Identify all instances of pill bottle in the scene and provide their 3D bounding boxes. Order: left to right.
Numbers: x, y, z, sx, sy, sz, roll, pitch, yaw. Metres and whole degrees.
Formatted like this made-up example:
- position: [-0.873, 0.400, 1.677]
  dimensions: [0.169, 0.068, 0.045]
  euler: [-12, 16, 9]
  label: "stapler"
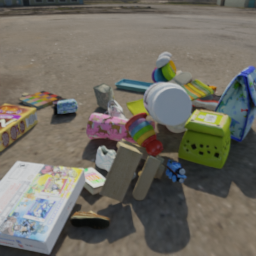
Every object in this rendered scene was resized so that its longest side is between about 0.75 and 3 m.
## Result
- position: [1.123, -0.725, 8.262]
  dimensions: [1.199, 1.199, 2.108]
  euler: [-1, 11, -2]
  label: "pill bottle"
- position: [1.701, -0.646, 10.656]
  dimensions: [1.009, 1.009, 1.799]
  euler: [-3, 29, -6]
  label: "pill bottle"

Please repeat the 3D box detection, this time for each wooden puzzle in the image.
- position: [-3.980, -1.288, 12.780]
  dimensions: [2.312, 0.162, 1.371]
  euler: [20, 34, 33]
  label: "wooden puzzle"

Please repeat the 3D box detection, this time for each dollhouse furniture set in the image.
- position: [0.101, 1.197, 7.710]
  dimensions: [1.530, 1.311, 1.609]
  euler: [22, 3, -12]
  label: "dollhouse furniture set"

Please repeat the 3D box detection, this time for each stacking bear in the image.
- position: [0.507, 0.251, 7.979]
  dimensions: [1.240, 0.753, 0.705]
  euler: [53, 22, 18]
  label: "stacking bear"

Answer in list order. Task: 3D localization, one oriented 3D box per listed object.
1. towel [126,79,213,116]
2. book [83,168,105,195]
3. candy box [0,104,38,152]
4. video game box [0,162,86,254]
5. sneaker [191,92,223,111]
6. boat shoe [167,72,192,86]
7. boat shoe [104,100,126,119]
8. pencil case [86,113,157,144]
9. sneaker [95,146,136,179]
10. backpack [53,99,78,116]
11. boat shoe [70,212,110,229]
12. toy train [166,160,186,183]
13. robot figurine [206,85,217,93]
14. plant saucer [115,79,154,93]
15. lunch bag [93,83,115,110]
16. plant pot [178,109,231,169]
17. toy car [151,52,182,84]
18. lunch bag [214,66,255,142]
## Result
- position: [1.478, -1.074, 10.182]
  dimensions: [2.982, 0.269, 1.283]
  euler: [-19, 28, -9]
  label: "towel"
- position: [-0.973, 1.414, 7.612]
  dimensions: [0.622, 0.224, 0.932]
  euler: [-10, 27, -43]
  label: "book"
- position: [-4.475, -0.041, 9.891]
  dimensions: [1.403, 0.679, 2.405]
  euler: [9, 31, 14]
  label: "candy box"
- position: [-2.235, 1.690, 6.458]
  dimensions: [1.922, 0.494, 2.110]
  euler: [3, 35, 15]
  label: "video game box"
- position: [3.082, -1.352, 11.931]
  dimensions: [1.995, 0.817, 0.769]
  euler: [17, -12, 8]
  label: "sneaker"
- position: [1.889, -1.648, 12.736]
  dimensions: [2.377, 0.745, 0.863]
  euler: [-31, 52, -8]
  label: "boat shoe"
- position: [-0.505, -0.574, 10.511]
  dimensions: [0.677, 0.781, 1.833]
  euler: [-28, 31, 11]
  label: "boat shoe"
- position: [-0.225, 0.082, 9.364]
  dimensions: [2.282, 0.945, 0.987]
  euler: [7, 27, 15]
  label: "pencil case"
- position: [-0.407, 1.018, 7.980]
  dimensions: [1.496, 0.600, 0.526]
  euler: [25, 35, 36]
  label: "sneaker"
- position: [-2.545, -0.840, 11.478]
  dimensions: [0.958, 0.736, 0.781]
  euler: [8, 8, -14]
  label: "backpack"
- position: [-0.847, 2.036, 6.323]
  dimensions: [0.902, 0.341, 0.333]
  euler: [4, 27, 6]
  label: "boat shoe"
- position: [1.264, 1.154, 7.432]
  dimensions: [0.338, 0.445, 0.779]
  euler: [11, 10, -18]
  label: "toy train"
- position: [3.330, -1.638, 13.048]
  dimensions: [1.323, 0.531, 1.824]
  euler: [22, 34, 35]
  label: "robot figurine"
- position: [0.791, -2.051, 14.134]
  dimensions: [2.869, 0.272, 1.003]
  euler: [14, 30, 22]
  label: "plant saucer"
- position: [-0.912, -1.273, 11.732]
  dimensions: [0.646, 0.901, 1.099]
  euler: [-26, 34, -22]
  label: "lunch bag"
- position: [2.447, 0.241, 8.708]
  dimensions: [1.397, 1.274, 1.404]
  euler: [13, 30, 24]
  label: "plant pot"
- position: [1.896, -2.895, 14.674]
  dimensions: [1.424, 1.662, 1.899]
  euler: [-27, 19, 25]
  label: "toy car"
- position: [3.866, -0.923, 9.686]
  dimensions: [1.414, 2.220, 1.887]
  euler: [17, 27, 26]
  label: "lunch bag"
